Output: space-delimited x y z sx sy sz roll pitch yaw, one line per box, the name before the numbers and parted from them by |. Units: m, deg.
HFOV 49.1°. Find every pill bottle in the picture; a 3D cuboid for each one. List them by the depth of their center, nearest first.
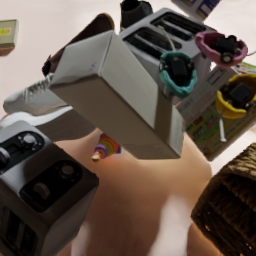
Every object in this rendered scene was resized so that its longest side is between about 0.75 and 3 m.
pill bottle | 2.725 -5.014 9.278 1.560 2.696 1.560 32 24 -16

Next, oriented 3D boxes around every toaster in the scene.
toaster | -1.769 1.247 4.933 1.926 2.130 1.264 36 37 15
toaster | 0.957 -1.898 7.808 2.665 1.582 2.410 37 61 26

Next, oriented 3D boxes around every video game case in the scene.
video game case | 2.111 -0.422 6.667 0.214 1.866 1.698 16 33 -49

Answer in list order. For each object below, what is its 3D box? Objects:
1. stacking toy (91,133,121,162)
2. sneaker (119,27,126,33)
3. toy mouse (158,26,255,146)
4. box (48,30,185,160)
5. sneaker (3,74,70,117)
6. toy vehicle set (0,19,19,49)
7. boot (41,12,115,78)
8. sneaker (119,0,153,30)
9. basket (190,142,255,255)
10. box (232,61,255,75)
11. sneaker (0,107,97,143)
stacking toy | -0.567 0.509 6.306 0.543 0.514 0.936 5 23 22
sneaker | -0.154 -2.779 8.529 0.323 0.458 0.863 18 16 -7
toy mouse | 1.598 -1.286 5.988 2.648 0.577 2.980 38 65 17
box | -0.003 -0.398 5.546 1.220 2.970 1.016 -5 58 34
sneaker | -2.078 -0.934 7.277 2.573 1.036 0.983 -12 64 1
toy vehicle set | -4.382 -3.305 9.831 0.933 0.199 1.502 -7 51 -5
boot | -1.417 -2.199 7.852 1.823 2.192 0.793 -42 98 -31
sneaker | 0.375 -4.049 9.669 0.959 1.361 2.563 12 53 9
basket | 2.406 1.583 4.727 1.714 1.642 2.301 -34 54 -14
box | 3.896 -1.102 7.918 2.322 0.403 1.278 25 55 18
sneaker | -1.934 -0.148 6.836 2.347 0.865 1.356 -18 27 -39
